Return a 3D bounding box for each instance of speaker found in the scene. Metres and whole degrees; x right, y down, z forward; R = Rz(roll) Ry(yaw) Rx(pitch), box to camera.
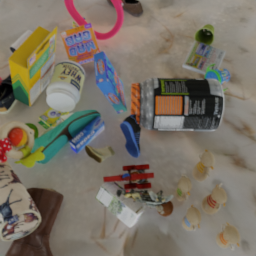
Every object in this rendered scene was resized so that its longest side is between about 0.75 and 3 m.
[{"bbox_3d":[-4.578,-3.705,12.226,0.501,0.501,1.234,25,63,14],"label":"speaker"}]

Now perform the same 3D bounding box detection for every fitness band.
[{"bbox_3d":[-1.439,-5.147,11.944,2.863,2.056,0.536,49,27,-8],"label":"fitness band"}]

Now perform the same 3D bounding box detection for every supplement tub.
[{"bbox_3d":[1.583,-0.803,9.705,2.998,1.837,1.837,2,59,0],"label":"supplement tub"},{"bbox_3d":[-2.304,-1.537,10.329,1.205,1.205,1.662,4,54,2],"label":"supplement tub"}]

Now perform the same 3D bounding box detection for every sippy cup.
[{"bbox_3d":[3.552,-1.983,11.014,0.752,1.026,0.806,-22,27,-24],"label":"sippy cup"}]

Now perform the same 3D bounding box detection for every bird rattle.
[{"bbox_3d":[-3.351,0.487,8.127,1.727,0.973,1.408,23,56,-38],"label":"bird rattle"}]

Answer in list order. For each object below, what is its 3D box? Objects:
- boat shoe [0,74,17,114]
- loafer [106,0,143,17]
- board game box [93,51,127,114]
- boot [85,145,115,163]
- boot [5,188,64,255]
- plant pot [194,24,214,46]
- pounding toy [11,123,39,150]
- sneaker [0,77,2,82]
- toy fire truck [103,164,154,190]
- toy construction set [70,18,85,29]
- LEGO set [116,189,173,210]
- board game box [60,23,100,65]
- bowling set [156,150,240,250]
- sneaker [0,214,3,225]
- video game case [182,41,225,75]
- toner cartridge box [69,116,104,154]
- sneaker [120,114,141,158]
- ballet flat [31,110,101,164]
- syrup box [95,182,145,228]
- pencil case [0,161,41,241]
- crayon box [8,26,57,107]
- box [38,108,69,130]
[{"bbox_3d":[-4.544,-1.610,10.864,0.842,0.702,2.256,10,58,8],"label":"boat shoe"},{"bbox_3d":[-0.151,-6.180,13.553,2.131,0.757,0.778,30,64,17],"label":"loafer"},{"bbox_3d":[-0.617,-1.579,10.015,0.418,1.858,1.413,-17,57,13],"label":"board game box"},{"bbox_3d":[-0.961,0.770,9.407,0.700,0.326,0.905,-25,45,-39],"label":"boot"},{"bbox_3d":[-2.172,2.963,8.056,2.477,0.854,2.658,6,55,8],"label":"boot"},{"bbox_3d":[3.467,-4.169,12.394,0.872,0.872,0.828,22,49,13],"label":"plant pot"},{"bbox_3d":[-3.687,0.235,9.688,1.055,0.490,0.814,-25,74,4],"label":"pounding toy"},{"bbox_3d":[-5.745,-1.266,10.534,1.068,0.908,2.463,21,61,11],"label":"sneaker"},{"bbox_3d":[0.050,1.505,8.455,1.322,1.110,0.741,-12,80,41],"label":"toy fire truck"},{"bbox_3d":[-2.326,-4.924,13.025,0.634,0.445,0.967,3,70,2],"label":"toy construction set"},{"bbox_3d":[0.470,2.046,7.911,2.026,1.316,0.574,11,77,-38],"label":"LEGO set"},{"bbox_3d":[-1.812,-3.237,11.079,1.231,1.231,1.232,-17,98,0],"label":"board game box"},{"bbox_3d":[1.870,2.226,8.092,1.945,1.500,2.795,-12,60,-7],"label":"bowling set"},{"bbox_3d":[-3.391,2.446,6.697,0.895,0.334,0.390,-48,34,-20],"label":"sneaker"},{"bbox_3d":[3.244,-2.932,11.921,1.420,0.172,1.560,23,64,11],"label":"video game case"},{"bbox_3d":[-1.411,0.242,9.767,0.297,0.653,1.374,40,67,15],"label":"toner cartridge box"},{"bbox_3d":[0.205,0.282,9.219,0.554,1.581,0.616,18,49,33],"label":"sneaker"},{"bbox_3d":[-2.255,0.068,9.742,2.793,0.940,0.983,-40,59,-21],"label":"ballet flat"},{"bbox_3d":[-0.243,2.268,8.501,1.429,0.563,0.582,34,26,18],"label":"syrup box"},{"bbox_3d":[-3.677,1.830,8.019,1.261,1.097,2.819,-6,42,-47],"label":"pencil case"},{"bbox_3d":[-3.317,-2.236,9.897,0.733,2.841,1.786,28,59,-3],"label":"crayon box"},{"bbox_3d":[-2.802,-0.426,10.416,0.629,0.259,1.073,34,66,20],"label":"box"}]
